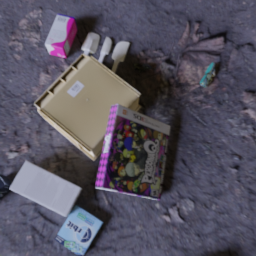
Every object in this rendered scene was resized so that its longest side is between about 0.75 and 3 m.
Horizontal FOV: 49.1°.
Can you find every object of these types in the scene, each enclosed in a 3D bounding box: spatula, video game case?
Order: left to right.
[{"bbox_3d":[-1.299,-2.784,12.255,2.002,0.231,2.879,18,75,1],"label":"spatula"},{"bbox_3d":[0.290,0.932,10.011,2.635,0.521,2.907,21,72,-34],"label":"video game case"}]

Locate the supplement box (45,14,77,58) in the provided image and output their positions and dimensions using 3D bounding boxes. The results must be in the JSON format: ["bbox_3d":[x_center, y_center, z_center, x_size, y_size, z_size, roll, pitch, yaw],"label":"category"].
[{"bbox_3d":[-2.908,-4.017,12.289,0.823,0.840,1.626,15,72,4],"label":"supplement box"}]

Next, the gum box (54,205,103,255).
[{"bbox_3d":[-1.761,3.701,10.079,1.174,0.308,1.381,29,74,9],"label":"gum box"}]

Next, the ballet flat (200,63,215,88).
[{"bbox_3d":[3.469,-2.229,11.993,0.450,0.450,1.211,31,77,10],"label":"ballet flat"}]

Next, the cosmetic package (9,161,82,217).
[{"bbox_3d":[-2.933,2.214,10.162,2.233,0.796,1.133,27,74,0],"label":"cosmetic package"}]

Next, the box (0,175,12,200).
[{"bbox_3d":[-4.932,2.308,10.238,1.175,0.869,0.613,-43,76,-14],"label":"box"}]

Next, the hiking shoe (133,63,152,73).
[{"bbox_3d":[0.628,-2.558,12.139,0.783,0.296,0.394,9,81,12],"label":"hiking shoe"}]

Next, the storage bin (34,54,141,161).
[{"bbox_3d":[-1.522,-0.856,10.917,2.933,1.384,2.954,39,77,9],"label":"storage bin"}]
